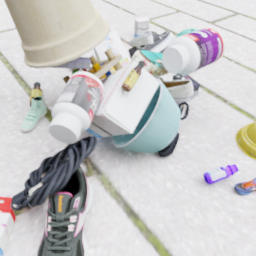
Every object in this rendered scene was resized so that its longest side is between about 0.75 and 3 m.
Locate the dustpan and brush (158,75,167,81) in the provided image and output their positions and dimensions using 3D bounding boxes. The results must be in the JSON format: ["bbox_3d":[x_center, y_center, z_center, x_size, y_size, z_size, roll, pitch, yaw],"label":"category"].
[{"bbox_3d":[1.285,-1.767,11.049,1.120,0.459,1.605,-34,45,-27],"label":"dustpan and brush"}]

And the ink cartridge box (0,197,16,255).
[{"bbox_3d":[-3.145,2.302,6.383,0.841,0.487,1.447,4,42,0],"label":"ink cartridge box"}]

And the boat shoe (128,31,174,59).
[{"bbox_3d":[1.000,-3.843,12.642,2.991,0.991,1.046,-44,23,-31],"label":"boat shoe"}]

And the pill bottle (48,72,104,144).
[{"bbox_3d":[-1.273,-0.488,6.840,0.948,0.948,1.713,10,52,11],"label":"pill bottle"}]

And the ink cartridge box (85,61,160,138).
[{"bbox_3d":[-0.412,-0.699,8.044,2.349,1.008,1.720,-7,50,61],"label":"ink cartridge box"}]

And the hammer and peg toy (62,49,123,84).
[{"bbox_3d":[-1.253,-1.702,8.892,1.652,0.792,2.245,-45,24,-23],"label":"hammer and peg toy"}]

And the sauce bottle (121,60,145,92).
[{"bbox_3d":[0.141,-1.274,6.845,0.281,0.281,0.851,23,71,23],"label":"sauce bottle"}]

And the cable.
[{"bbox_3d":[-1.697,0.891,6.997,0.677,2.175,2.666,48,32,-8],"label":"cable"}]

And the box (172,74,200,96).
[{"bbox_3d":[2.184,-1.629,10.736,0.609,0.528,0.996,-18,45,-19],"label":"box"}]

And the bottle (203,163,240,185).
[{"bbox_3d":[2.500,1.207,7.453,0.951,0.310,0.397,-20,7,-1],"label":"bottle"}]

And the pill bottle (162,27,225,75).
[{"bbox_3d":[1.910,-2.225,8.206,1.940,1.091,1.091,-28,49,-35],"label":"pill bottle"}]

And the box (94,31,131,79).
[{"bbox_3d":[-0.525,-2.395,10.304,0.999,1.109,1.972,-20,62,-6],"label":"box"}]

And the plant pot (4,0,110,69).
[{"bbox_3d":[-2.166,-3.424,7.545,2.748,2.516,2.748,-13,40,11],"label":"plant pot"}]

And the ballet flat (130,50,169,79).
[{"bbox_3d":[0.726,-2.010,9.184,1.070,0.905,2.830,43,25,13],"label":"ballet flat"}]

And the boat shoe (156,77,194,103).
[{"bbox_3d":[1.076,-1.430,10.071,2.500,0.873,0.886,5,42,21],"label":"boat shoe"}]

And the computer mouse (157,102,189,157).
[{"bbox_3d":[1.442,0.056,8.590,0.582,0.338,1.985,8,62,46],"label":"computer mouse"}]

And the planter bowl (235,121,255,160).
[{"bbox_3d":[4.266,0.221,8.537,1.761,0.733,1.761,0,41,0],"label":"planter bowl"}]

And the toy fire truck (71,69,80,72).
[{"bbox_3d":[-2.308,-2.809,12.168,0.694,0.507,0.789,-29,59,-27],"label":"toy fire truck"}]

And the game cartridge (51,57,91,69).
[{"bbox_3d":[-2.102,-2.092,8.830,1.438,0.426,2.219,-8,17,-21],"label":"game cartridge"}]

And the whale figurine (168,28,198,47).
[{"bbox_3d":[2.676,-3.542,12.326,1.896,1.237,2.384,12,43,13],"label":"whale figurine"}]

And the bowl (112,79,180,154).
[{"bbox_3d":[0.647,-0.157,8.156,1.189,2.273,2.273,33,37,-21],"label":"bowl"}]

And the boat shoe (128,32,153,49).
[{"bbox_3d":[0.531,-3.458,11.371,0.557,0.508,1.548,-27,15,-28],"label":"boat shoe"}]

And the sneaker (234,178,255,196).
[{"bbox_3d":[3.275,1.487,7.371,1.016,0.398,0.383,-8,42,-9],"label":"sneaker"}]

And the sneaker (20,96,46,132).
[{"bbox_3d":[-3.219,-0.514,9.313,0.486,0.779,1.320,12,45,11],"label":"sneaker"}]

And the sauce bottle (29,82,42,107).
[{"bbox_3d":[-3.401,-1.224,10.376,0.449,0.449,1.359,-8,40,-9],"label":"sauce bottle"}]

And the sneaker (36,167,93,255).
[{"bbox_3d":[-1.452,2.031,6.134,1.162,1.249,2.893,-3,43,-1],"label":"sneaker"}]

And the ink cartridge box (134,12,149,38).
[{"bbox_3d":[0.692,-5.159,14.182,0.680,1.172,0.398,-17,45,-18],"label":"ink cartridge box"}]
